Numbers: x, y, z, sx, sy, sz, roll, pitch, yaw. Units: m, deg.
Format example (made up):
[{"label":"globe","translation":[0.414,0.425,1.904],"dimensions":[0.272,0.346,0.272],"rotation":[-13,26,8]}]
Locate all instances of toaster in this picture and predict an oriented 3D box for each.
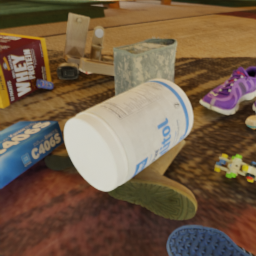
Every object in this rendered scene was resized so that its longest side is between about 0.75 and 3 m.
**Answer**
[{"label":"toaster","translation":[-2.524,-2.452,12.018],"dimensions":[1.050,0.597,0.678],"rotation":[-3,29,-2]}]

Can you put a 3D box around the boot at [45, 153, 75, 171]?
[{"label":"boot","translation":[-1.430,0.759,6.992],"dimensions":[1.124,0.381,0.734],"rotation":[-6,8,18]}]

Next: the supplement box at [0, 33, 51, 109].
[{"label":"supplement box","translation":[-4.913,-2.312,10.578],"dimensions":[2.679,1.803,2.716],"rotation":[13,34,20]}]

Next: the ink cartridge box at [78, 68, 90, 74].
[{"label":"ink cartridge box","translation":[-1.886,-2.746,12.784],"dimensions":[0.501,0.291,0.861],"rotation":[-23,37,-33]}]

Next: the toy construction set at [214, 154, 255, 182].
[{"label":"toy construction set","translation":[2.742,0.972,6.294],"dimensions":[1.375,0.633,0.902],"rotation":[8,-8,-8]}]

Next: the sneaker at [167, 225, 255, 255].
[{"label":"sneaker","translation":[1.720,2.240,4.027],"dimensions":[2.503,0.975,0.878],"rotation":[8,45,44]}]

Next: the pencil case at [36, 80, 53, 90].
[{"label":"pencil case","translation":[-3.181,-1.659,10.696],"dimensions":[0.295,0.328,0.756],"rotation":[-5,0,19]}]

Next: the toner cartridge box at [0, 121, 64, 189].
[{"label":"toner cartridge box","translation":[-2.923,0.686,6.282],"dimensions":[1.404,0.638,2.955],"rotation":[-1,23,27]}]

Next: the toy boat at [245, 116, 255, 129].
[{"label":"toy boat","translation":[3.950,-0.103,8.334],"dimensions":[0.852,0.396,0.716],"rotation":[7,19,33]}]

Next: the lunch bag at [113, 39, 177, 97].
[{"label":"lunch bag","translation":[0.740,-2.037,9.988],"dimensions":[2.385,1.956,1.402],"rotation":[-23,36,-33]}]

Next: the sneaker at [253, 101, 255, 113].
[{"label":"sneaker","translation":[4.400,-0.649,9.011],"dimensions":[0.596,0.617,1.479],"rotation":[2,32,3]}]

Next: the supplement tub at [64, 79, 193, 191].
[{"label":"supplement tub","translation":[0.086,0.044,5.783],"dimensions":[1.569,1.569,2.379],"rotation":[26,43,36]}]

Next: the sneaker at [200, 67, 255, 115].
[{"label":"sneaker","translation":[3.529,-1.402,9.586],"dimensions":[2.896,1.208,1.168],"rotation":[-31,47,-34]}]

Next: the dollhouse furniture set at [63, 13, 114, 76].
[{"label":"dollhouse furniture set","translation":[-1.334,-3.565,12.005],"dimensions":[2.327,1.993,2.446],"rotation":[4,22,-23]}]

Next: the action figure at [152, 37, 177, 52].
[{"label":"action figure","translation":[1.230,-3.614,13.139],"dimensions":[2.126,1.263,1.085],"rotation":[-15,72,-28]}]

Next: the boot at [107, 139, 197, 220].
[{"label":"boot","translation":[0.846,0.825,6.440],"dimensions":[2.061,0.778,2.353],"rotation":[15,33,24]}]
